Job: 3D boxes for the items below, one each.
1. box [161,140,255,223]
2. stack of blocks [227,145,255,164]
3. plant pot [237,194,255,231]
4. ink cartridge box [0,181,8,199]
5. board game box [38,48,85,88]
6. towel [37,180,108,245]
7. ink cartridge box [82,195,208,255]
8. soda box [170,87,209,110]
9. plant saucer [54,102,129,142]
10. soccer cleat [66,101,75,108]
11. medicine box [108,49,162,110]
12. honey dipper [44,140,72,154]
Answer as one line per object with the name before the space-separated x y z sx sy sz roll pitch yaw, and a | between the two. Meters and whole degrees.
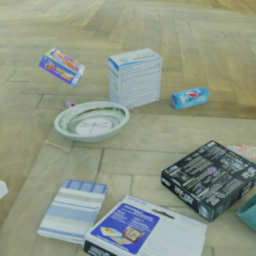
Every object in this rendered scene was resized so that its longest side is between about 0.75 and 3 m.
box | 2.647 1.531 8.893 2.558 0.557 2.049 -26 41 -30
stack of blocks | 4.081 0.925 9.962 1.130 0.331 0.650 12 39 15
plant pot | 3.867 2.283 7.397 1.462 1.462 1.173 -30 69 -33
ink cartridge box | -4.535 1.863 8.670 1.335 0.445 0.773 17 41 20
board game box | -2.803 -2.687 12.214 1.663 0.554 2.473 30 16 -16
towel | -1.543 2.374 8.196 1.512 0.245 2.058 6 36 11
ink cartridge box | 0.578 2.793 7.098 2.532 0.602 2.562 16 13 21
soda box | 2.793 -1.354 12.697 1.668 0.566 0.535 -15 40 -19
plant saucer | -1.354 -0.133 10.820 2.868 0.720 2.868 -4 29 2
soccer cleat | -2.502 -1.006 12.431 0.305 0.350 0.916 -20 43 -24
medicine box | 0.281 -2.092 12.292 2.021 2.219 1.142 -18 41 -22
honey dipper | -2.629 0.688 10.390 1.232 0.234 0.234 15 40 24
